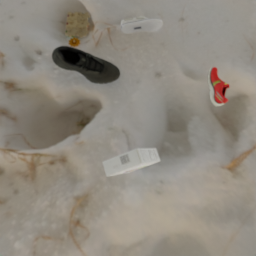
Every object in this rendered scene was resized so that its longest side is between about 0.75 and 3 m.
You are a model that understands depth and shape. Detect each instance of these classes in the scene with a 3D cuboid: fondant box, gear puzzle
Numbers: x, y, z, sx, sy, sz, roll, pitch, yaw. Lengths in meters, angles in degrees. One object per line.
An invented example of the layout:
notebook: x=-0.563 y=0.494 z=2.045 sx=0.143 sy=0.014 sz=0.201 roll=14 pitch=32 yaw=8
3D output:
fondant box: x=0.144 y=1.050 z=8.702 sx=1.201 sy=1.665 sz=0.485 roll=-23 pitch=76 yaw=22
gear puzzle: x=-2.334 y=-4.493 z=12.881 sx=1.079 sy=0.273 sz=2.084 roll=1 pitch=64 yaw=-2

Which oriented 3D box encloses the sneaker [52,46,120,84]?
sneaker: x=-1.559 y=-2.388 z=10.727 sx=2.716 sy=1.233 sz=1.031 roll=14 pitch=90 yaw=-17

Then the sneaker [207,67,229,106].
sneaker: x=2.921 y=-1.343 z=8.932 sx=0.588 sy=0.533 sz=1.384 roll=-17 pitch=64 yaw=34

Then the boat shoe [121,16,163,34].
boat shoe: x=0.604 y=-4.791 z=12.818 sx=1.898 sy=0.683 sz=0.624 roll=-9 pitch=66 yaw=5
